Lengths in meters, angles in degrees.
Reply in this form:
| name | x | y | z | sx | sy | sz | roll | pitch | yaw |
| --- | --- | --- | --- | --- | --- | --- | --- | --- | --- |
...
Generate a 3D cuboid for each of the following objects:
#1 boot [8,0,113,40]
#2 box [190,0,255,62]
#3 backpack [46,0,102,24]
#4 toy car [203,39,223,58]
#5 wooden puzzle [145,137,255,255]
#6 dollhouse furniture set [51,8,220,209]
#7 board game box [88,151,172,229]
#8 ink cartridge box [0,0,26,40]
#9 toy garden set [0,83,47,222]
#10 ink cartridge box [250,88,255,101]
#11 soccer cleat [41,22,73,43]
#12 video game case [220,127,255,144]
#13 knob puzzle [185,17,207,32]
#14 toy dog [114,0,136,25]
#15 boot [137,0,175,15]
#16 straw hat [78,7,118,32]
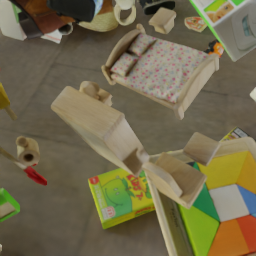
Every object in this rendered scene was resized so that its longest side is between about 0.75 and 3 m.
| name | x | y | z | sx | sy | sz | roll | pitch | yaw |
| --- | --- | --- | --- | --- | --- | --- | --- | --- | --- |
| boot | -1.627 | -3.342 | 6.466 | 2.425 | 2.283 | 0.830 | -22 | 48 | -3 |
| box | 2.297 | -2.875 | 5.431 | 2.087 | 1.143 | 2.365 | -34 | 48 | 24 |
| backpack | -0.678 | -1.960 | 4.123 | 0.718 | 0.677 | 0.880 | 21 | 28 | 3 |
| toy car | 2.180 | -1.861 | 6.185 | 0.370 | 1.113 | 0.546 | 40 | 58 | -16 |
| wooden puzzle | 1.958 | 1.501 | 5.604 | 2.893 | 0.539 | 2.676 | -8 | 60 | -15 |
| dollhouse furniture set | 0.454 | -0.701 | 3.423 | 2.113 | 1.210 | 2.478 | 29 | 76 | 30 |
| board game box | 0.249 | 1.319 | 6.137 | 2.005 | 0.477 | 1.019 | -17 | 56 | -12 |
| ink cartridge box | -3.551 | -4.255 | 9.530 | 0.857 | 1.485 | 2.032 | 19 | 57 | 8 |
| toy garden set | -2.102 | 0.428 | 3.505 | 2.090 | 2.508 | 0.500 | -29 | 36 | -6 |
| ink cartridge box | 3.447 | -0.668 | 4.916 | 0.565 | 2.254 | 1.828 | -34 | 71 | -17 |
| soccer cleat | -2.280 | -3.769 | 9.684 | 1.017 | 0.820 | 2.388 | 27 | 50 | -6 |
| video game case | 2.819 | 0.470 | 6.982 | 0.802 | 0.113 | 0.887 | -35 | 62 | -23 |
| knob puzzle | 2.416 | -3.804 | 10.061 | 0.903 | 0.125 | 0.903 | 0 | 54 | 0 |
| toy dog | 0.105 | -2.879 | 5.472 | 1.955 | 1.289 | 0.942 | -29 | 24 | 29 |
| boot | 1.035 | -4.730 | 10.530 | 1.276 | 0.461 | 0.964 | -17 | 53 | -12 |
| straw hat | -1.149 | -4.431 | 9.562 | 2.250 | 0.952 | 2.250 | 14 | 51 | -18 |
